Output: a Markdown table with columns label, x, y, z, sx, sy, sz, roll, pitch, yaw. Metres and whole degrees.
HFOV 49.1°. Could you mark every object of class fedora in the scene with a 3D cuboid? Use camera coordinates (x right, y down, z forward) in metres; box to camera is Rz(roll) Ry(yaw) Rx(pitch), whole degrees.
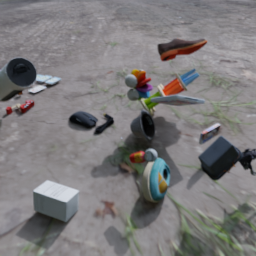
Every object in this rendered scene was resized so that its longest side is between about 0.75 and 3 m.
| label | x | y | z | sx | sy | sz | roll | pitch | yaw |
| --- | --- | --- | --- | --- | --- | --- | --- | --- | --- |
| fedora | 0.438 | -0.035 | 9.311 | 0.549 | 1.076 | 1.217 | -14 | -1 | 26 |

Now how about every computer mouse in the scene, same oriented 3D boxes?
| label | x | y | z | sx | sy | sz | roll | pitch | yaw |
| --- | --- | --- | --- | --- | --- | --- | --- | --- | --- |
| computer mouse | -1.365 | -0.422 | 10.653 | 1.702 | 0.392 | 1.195 | 23 | 40 | 31 |

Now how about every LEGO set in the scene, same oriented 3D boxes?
| label | x | y | z | sx | sy | sz | roll | pitch | yaw |
| --- | --- | --- | --- | --- | --- | --- | --- | --- | --- |
| LEGO set | -4.620 | -2.214 | 13.377 | 1.711 | 0.562 | 2.290 | 16 | 36 | 29 |

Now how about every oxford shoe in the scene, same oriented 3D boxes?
| label | x | y | z | sx | sy | sz | roll | pitch | yaw |
| --- | --- | --- | --- | --- | --- | --- | --- | --- | --- |
| oxford shoe | 2.072 | -3.165 | 10.666 | 1.986 | 0.707 | 0.720 | -18 | 80 | -12 |

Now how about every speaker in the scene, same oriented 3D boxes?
| label | x | y | z | sx | sy | sz | roll | pitch | yaw |
| --- | --- | --- | --- | --- | --- | --- | --- | --- | --- |
| speaker | -4.165 | -1.643 | 9.924 | 1.021 | 1.021 | 2.514 | -31 | 12 | -39 |

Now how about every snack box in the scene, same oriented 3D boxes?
| label | x | y | z | sx | sy | sz | roll | pitch | yaw |
| --- | --- | --- | --- | --- | --- | --- | --- | --- | --- |
| snack box | 2.488 | 0.184 | 8.538 | 0.125 | 0.370 | 1.030 | 27 | 34 | 36 |

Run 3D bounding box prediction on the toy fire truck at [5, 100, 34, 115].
| label | x | y | z | sx | sy | sz | roll | pitch | yaw |
| --- | --- | --- | --- | --- | --- | --- | --- | --- | --- |
| toy fire truck | -4.402 | -0.846 | 11.453 | 0.719 | 0.248 | 1.019 | 9 | 34 | 14 |

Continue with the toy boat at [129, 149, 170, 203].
| label | x | y | z | sx | sy | sz | roll | pitch | yaw |
| --- | --- | --- | --- | --- | --- | --- | --- | --- | --- |
| toy boat | 0.663 | 1.147 | 7.147 | 0.708 | 1.523 | 1.280 | -13 | 37 | 30 |

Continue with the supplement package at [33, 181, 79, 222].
| label | x | y | z | sx | sy | sz | roll | pitch | yaw |
| --- | --- | --- | --- | --- | --- | --- | --- | --- | --- |
| supplement package | -1.767 | 1.790 | 6.896 | 0.960 | 0.582 | 0.575 | 13 | 22 | 20 |

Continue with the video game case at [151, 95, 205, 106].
| label | x | y | z | sx | sy | sz | roll | pitch | yaw |
| --- | --- | --- | --- | --- | --- | --- | --- | --- | --- |
| video game case | 1.554 | -0.851 | 8.891 | 1.163 | 0.147 | 1.276 | 6 | -2 | -32 |

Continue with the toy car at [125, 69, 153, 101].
| label | x | y | z | sx | sy | sz | roll | pitch | yaw |
| --- | --- | --- | --- | --- | --- | --- | --- | --- | --- |
| toy car | 0.438 | -1.409 | 9.319 | 0.800 | 1.067 | 0.934 | 10 | 33 | 33 |

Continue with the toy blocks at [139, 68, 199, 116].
| label | x | y | z | sx | sy | sz | roll | pitch | yaw |
| --- | --- | --- | --- | --- | --- | --- | --- | --- | --- |
| toy blocks | 1.609 | -1.421 | 10.346 | 2.234 | 0.811 | 1.862 | -33 | 4 | 15 |

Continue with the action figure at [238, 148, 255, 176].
| label | x | y | z | sx | sy | sz | roll | pitch | yaw |
| --- | --- | --- | --- | --- | --- | --- | --- | --- | --- |
| action figure | 3.345 | 0.855 | 7.095 | 1.437 | 0.733 | 0.854 | -6 | -6 | -4 |

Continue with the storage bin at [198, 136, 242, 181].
| label | x | y | z | sx | sy | sz | roll | pitch | yaw |
| --- | --- | --- | --- | --- | --- | --- | --- | --- | --- |
| storage bin | 2.124 | 0.690 | 6.517 | 0.961 | 0.645 | 0.699 | -44 | 49 | 3 |
